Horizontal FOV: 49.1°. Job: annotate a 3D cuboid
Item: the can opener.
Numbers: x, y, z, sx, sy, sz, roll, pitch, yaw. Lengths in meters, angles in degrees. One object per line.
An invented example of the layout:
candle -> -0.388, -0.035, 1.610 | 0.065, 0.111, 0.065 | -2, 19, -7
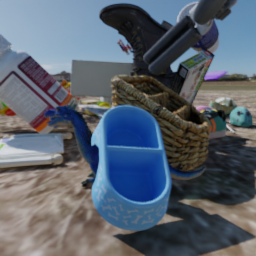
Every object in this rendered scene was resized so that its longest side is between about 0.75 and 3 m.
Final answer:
can opener -> 1.023, -1.855, 5.244 | 0.718, 0.573, 2.148 | 3, -33, -48

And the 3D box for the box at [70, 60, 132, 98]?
box -> -0.332, -1.341, 7.978 | 2.509, 1.031, 0.858 | 3, 8, -5

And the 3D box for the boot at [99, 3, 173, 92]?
boot -> 0.271, -1.860, 7.102 | 2.400, 2.090, 0.831 | 15, -17, -14

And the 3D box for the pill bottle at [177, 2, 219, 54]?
pill bottle -> 1.695, -2.245, 6.546 | 0.752, 0.752, 1.299 | 6, -10, 31

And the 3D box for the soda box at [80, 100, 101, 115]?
soda box -> -1.634, -0.916, 12.289 | 0.586, 0.554, 1.732 | -9, 9, -19

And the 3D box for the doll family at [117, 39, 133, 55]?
doll family -> -0.202, -3.262, 11.364 | 0.398, 0.548, 0.883 | -41, -25, 20

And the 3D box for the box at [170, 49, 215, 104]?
box -> 1.334, -0.945, 6.410 | 0.883, 1.605, 0.279 | -32, 64, -29

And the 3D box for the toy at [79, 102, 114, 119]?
toy -> -0.251, -0.182, 7.644 | 1.572, 0.645, 2.731 | -2, 17, -27

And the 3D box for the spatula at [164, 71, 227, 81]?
spatula -> 1.661, -1.308, 6.998 | 0.746, 0.271, 2.639 | 7, 12, 40

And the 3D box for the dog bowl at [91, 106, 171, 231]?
dog bowl -> 0.029, 0.326, 3.015 | 0.808, 0.359, 1.449 | 4, 47, -13

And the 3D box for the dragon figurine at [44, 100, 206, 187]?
dragon figurine -> -0.068, 0.194, 3.889 | 2.335, 1.161, 0.687 | 2, 10, 10

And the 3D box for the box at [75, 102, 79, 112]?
box -> -3.461, -1.179, 13.144 | 2.211, 0.909, 0.756 | 0, 9, 8

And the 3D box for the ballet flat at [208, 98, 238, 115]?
ballet flat -> 4.098, -0.904, 11.851 | 0.817, 0.817, 2.313 | 9, 13, 44

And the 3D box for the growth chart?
growth chart -> -2.106, 0.384, 5.650 | 1.836, 0.225, 2.537 | -2, 10, -9

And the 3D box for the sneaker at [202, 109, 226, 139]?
sneaker -> 1.807, -0.094, 6.974 | 1.824, 0.729, 0.651 | -8, 12, -40

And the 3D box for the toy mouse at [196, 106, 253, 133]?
toy mouse -> 3.146, -0.433, 9.476 | 2.587, 0.563, 2.911 | -7, 11, -33

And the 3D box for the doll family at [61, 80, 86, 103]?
doll family -> -2.218, -1.518, 11.119 | 0.993, 0.721, 1.600 | -20, -12, 2

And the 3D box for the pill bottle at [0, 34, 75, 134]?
pill bottle -> -2.755, -1.117, 7.413 | 1.396, 2.548, 1.396 | -40, 19, 17

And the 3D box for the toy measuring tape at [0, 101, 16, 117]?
toy measuring tape -> -3.893, -0.504, 8.451 | 1.858, 0.683, 0.683 | -29, 10, 1

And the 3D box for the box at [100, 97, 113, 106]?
box -> -0.342, -1.339, 14.283 | 2.080, 0.854, 0.711 | -5, 11, -18

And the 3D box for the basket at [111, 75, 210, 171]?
basket -> 0.717, -0.193, 5.059 | 1.483, 1.548, 2.077 | 3, 9, 22
